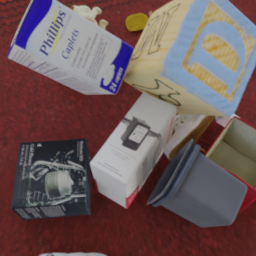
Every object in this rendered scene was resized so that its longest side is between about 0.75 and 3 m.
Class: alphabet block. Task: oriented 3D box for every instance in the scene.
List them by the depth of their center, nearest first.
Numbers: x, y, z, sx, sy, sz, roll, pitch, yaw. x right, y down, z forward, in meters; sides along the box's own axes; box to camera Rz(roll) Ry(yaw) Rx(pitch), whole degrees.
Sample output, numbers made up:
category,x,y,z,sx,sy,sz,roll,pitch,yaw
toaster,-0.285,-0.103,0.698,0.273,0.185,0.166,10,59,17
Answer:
category,x,y,z,sx,sy,sz,roll,pitch,yaw
alphabet block,1.799,-2.029,8.290,2.613,2.676,2.627,30,83,-24

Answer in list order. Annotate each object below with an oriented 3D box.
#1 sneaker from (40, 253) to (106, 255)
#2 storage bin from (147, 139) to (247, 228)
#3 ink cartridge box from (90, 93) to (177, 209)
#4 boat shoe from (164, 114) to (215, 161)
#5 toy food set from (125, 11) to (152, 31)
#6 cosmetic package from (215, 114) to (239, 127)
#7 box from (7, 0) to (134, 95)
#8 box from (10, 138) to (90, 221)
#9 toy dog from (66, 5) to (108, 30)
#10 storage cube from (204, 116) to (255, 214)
category,x,y,z,sx,sy,sz,roll,pitch,yaw
sneaker,-1.609,4.011,7.327,2.200,0.827,1.265,0,54,-4
storage bin,1.921,1.677,7.844,1.842,2.743,1.996,32,69,6
ink cartridge box,0.243,0.696,8.695,1.223,2.130,2.933,27,61,17
boat shoe,2.066,-0.049,9.918,1.020,1.042,2.944,32,60,28
toy food set,0.541,-5.023,13.472,1.381,0.451,0.812,-15,82,-7
cosmetic package,3.586,-0.282,10.012,0.978,0.496,0.348,25,48,-36
box,-1.799,-2.222,8.285,2.907,2.673,1.525,24,85,-27
box,-2.257,1.576,8.650,2.079,1.311,2.115,-3,57,-4
toy dog,-1.970,-4.163,12.161,2.430,1.749,2.507,-26,67,22
storage cube,3.338,1.151,8.571,1.779,1.871,2.081,34,62,20
